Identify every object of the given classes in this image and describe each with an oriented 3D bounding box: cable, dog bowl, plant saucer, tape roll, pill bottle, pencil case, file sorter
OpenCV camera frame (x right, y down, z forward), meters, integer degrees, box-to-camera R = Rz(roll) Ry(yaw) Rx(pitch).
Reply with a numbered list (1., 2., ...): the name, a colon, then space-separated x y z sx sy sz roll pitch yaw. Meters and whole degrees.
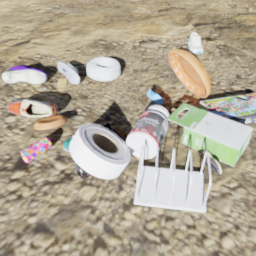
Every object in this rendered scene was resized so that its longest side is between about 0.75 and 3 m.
1. cable: -1.221 -2.975 14.191 1.745 0.604 1.746 -23 44 -32
2. dog bowl: 1.172 -1.330 12.251 0.255 0.574 1.030 -47 40 2
3. plant saucer: 2.697 -2.400 12.072 0.468 2.500 2.500 -39 47 -3
4. tape roll: -0.872 0.712 8.937 1.924 0.673 1.924 29 24 -14
5. pill bottle: 0.781 0.091 10.065 1.147 1.147 1.980 13 40 16
6. pencil case: -3.197 0.759 9.767 0.481 0.481 1.089 27 47 30
7. plant saucer: -3.004 -0.231 10.839 1.285 0.207 1.285 -9 17 3
8. file sorter: 1.291 1.415 8.309 2.082 1.296 1.445 5 39 7

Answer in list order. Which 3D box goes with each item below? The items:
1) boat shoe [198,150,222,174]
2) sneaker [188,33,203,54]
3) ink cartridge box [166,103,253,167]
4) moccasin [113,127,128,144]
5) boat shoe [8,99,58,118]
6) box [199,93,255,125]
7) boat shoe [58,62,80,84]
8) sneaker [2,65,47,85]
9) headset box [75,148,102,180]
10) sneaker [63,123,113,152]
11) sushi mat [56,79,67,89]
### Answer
1. boat shoe: 2.711 1.168 9.351 0.363 0.403 1.121 -16 39 -9
2. sneaker: 4.006 -5.017 16.700 0.745 0.787 1.948 -1 40 -4
3. ink cartridge box: 2.888 0.158 10.232 2.752 0.816 1.429 25 45 28
4. moccasin: -0.207 0.264 10.522 0.367 0.347 0.950 -26 35 -16
5. boat shoe: -3.929 -0.754 11.294 2.084 0.742 0.652 4 18 7
6. box: 4.495 -0.705 11.585 2.707 0.470 1.490 -10 40 -12
7. boat shoe: -2.837 -2.819 14.042 0.613 0.690 1.874 -16 49 -38
8. sneaker: -5.029 -2.755 13.906 2.171 0.755 1.080 3 38 4
9. headset box: -1.204 1.097 9.132 0.387 0.745 1.001 30 49 32
10. sneaker: -1.455 0.267 10.139 1.904 0.761 0.680 -17 41 -20
11. sushi mat: -3.249 -2.182 13.756 0.430 0.054 0.899 -2 39 -3
